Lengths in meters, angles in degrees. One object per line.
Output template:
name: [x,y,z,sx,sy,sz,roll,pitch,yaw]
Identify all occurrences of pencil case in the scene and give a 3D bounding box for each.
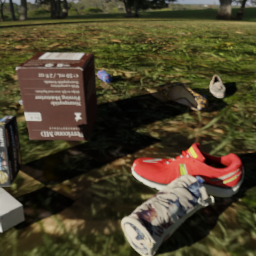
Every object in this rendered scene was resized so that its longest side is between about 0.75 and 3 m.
pencil case: [-1.350,-2.982,16.253,0.546,0.490,1.256,-11,29,-24]
pencil case: [0.902,1.898,6.276,2.323,0.904,1.039,-25,21,-40]

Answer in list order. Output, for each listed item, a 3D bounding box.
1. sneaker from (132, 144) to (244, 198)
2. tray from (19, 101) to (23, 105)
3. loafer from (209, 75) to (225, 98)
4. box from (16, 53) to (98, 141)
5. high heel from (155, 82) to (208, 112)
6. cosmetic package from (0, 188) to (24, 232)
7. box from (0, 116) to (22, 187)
sneaker: [1.591,0.986,7.658,2.971,1.262,1.144,4,27,7]
tray: [-4.681,-1.250,13.306,0.902,0.100,0.484,-17,32,-30]
loafer: [4.587,-2.160,14.490,0.721,0.631,2.006,3,27,6]
box: [-2.429,-1.219,10.370,2.247,2.708,2.224,1,28,3]
high heel: [2.358,-1.428,12.676,2.569,0.917,1.831,15,23,10]
cosmetic package: [-3.008,1.911,6.643,1.090,0.462,0.586,20,28,40]
box: [-3.304,0.571,7.683,0.402,1.618,1.605,-5,11,-12]
